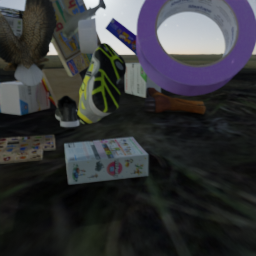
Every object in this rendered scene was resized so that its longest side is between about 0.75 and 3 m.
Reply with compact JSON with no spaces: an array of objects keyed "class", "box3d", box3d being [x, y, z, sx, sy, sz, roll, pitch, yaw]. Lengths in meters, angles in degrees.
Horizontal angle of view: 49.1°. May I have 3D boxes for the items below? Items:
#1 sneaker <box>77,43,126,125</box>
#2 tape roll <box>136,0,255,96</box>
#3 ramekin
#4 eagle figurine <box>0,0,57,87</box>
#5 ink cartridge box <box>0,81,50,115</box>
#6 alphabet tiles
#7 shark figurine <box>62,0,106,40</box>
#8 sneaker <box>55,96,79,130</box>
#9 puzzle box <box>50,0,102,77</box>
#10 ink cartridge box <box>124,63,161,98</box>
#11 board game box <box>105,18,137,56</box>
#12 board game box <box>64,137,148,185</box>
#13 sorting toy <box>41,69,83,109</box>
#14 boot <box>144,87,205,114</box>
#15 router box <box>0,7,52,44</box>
[{"class":"sneaker","box3d":[-0.646,-1.029,6.018,0.876,0.864,2.293,-34,29,33]},{"class":"tape roll","box3d":[1.587,-2.239,6.879,2.788,2.788,0.915,0,-10,1]},{"class":"ramekin","box3d":[-1.146,-2.626,8.077,0.495,1.015,1.015,-3,16,-5]},{"class":"eagle figurine","box3d":[-3.305,-2.706,8.528,1.875,2.484,1.885,19,50,-4]},{"class":"ink cartridge box","box3d":[-4.642,-1.415,12.601,1.306,1.312,1.789,7,16,26]},{"class":"alphabet tiles","box3d":[-2.913,0.561,7.830,1.700,0.077,2.034,-4,16,-15]},{"class":"shark figurine","box3d":[-1.522,-3.421,8.511,1.901,0.793,1.136,-32,23,21]},{"class":"sneaker","box3d":[-2.315,-0.724,10.579,0.784,1.067,2.359,-4,16,-19]},{"class":"puzzle box","box3d":[-1.995,-3.424,10.115,1.750,2.631,0.334,-40,35,-23]},{"class":"ink cartridge box","box3d":[0.838,-2.963,17.068,1.102,1.914,2.623,-8,17,-27]},{"class":"board game box","box3d":[0.284,-2.912,9.922,1.478,0.492,2.199,25,20,-48]},{"class":"board game box","box3d":[-0.543,0.706,6.411,1.728,0.555,1.275,-5,17,-13]},{"class":"sorting toy","box3d":[-2.886,-1.680,12.856,0.694,1.983,1.995,-31,-8,37]},{"class":"boot","box3d":[2.139,-1.308,13.012,2.681,0.918,2.524,2,15,5]},{"class":"router box","box3d":[-3.758,-4.106,11.259,2.968,0.758,2.214,3,28,-23]}]
